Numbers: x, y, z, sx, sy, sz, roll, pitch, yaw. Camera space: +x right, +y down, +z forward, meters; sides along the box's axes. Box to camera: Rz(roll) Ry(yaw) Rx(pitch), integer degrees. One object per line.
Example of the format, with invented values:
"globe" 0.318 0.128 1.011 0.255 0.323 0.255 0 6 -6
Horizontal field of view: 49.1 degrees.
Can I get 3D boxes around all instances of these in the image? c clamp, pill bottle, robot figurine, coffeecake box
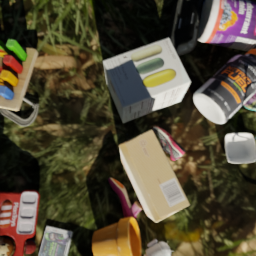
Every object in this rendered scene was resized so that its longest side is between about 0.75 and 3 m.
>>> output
"c clamp" -3.742 -0.861 9.727 1.602 0.217 1.368 36 78 10
"pill bottle" 3.964 -3.514 9.634 2.846 1.586 1.586 10 75 -4
"robot figurine" 0.881 3.749 8.331 0.905 0.511 0.767 -27 73 -7
"coffeecake box" 0.588 1.417 7.859 0.958 2.622 2.013 -25 77 -7
"pill bottle" 3.493 -1.446 9.233 2.580 1.371 1.371 -43 79 -9

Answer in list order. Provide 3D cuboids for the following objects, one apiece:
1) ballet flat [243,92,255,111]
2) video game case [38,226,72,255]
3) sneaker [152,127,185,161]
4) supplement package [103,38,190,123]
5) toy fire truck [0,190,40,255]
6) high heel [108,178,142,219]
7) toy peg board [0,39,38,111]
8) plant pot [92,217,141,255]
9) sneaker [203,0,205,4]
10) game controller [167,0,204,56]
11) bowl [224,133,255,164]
"ballet flat" 5.206 -0.996 9.333 2.544 0.905 0.879 5 66 5
"video game case" -2.228 3.573 8.594 0.836 0.107 0.919 12 75 3
"sneaker" 1.218 0.469 9.104 0.503 0.543 1.346 -48 60 13
"supplement package" 0.539 -1.483 9.133 2.204 1.661 1.673 -21 76 -6
"toy fire truck" -3.707 3.023 8.226 2.007 1.340 2.390 6 75 -17
"high heel" -0.262 2.270 8.830 1.460 0.492 0.700 44 99 12
"toy peg board" -4.639 -2.003 9.445 2.312 1.131 2.302 10 75 9
"plant pot" -0.357 3.341 8.138 1.188 1.297 1.297 -12 75 12
"sneaker" 2.987 -4.313 10.350 1.518 0.797 0.575 33 77 9
"game controller" 2.016 -3.717 10.043 1.286 0.519 2.465 0 72 40
"bowl" 3.651 0.700 9.229 0.994 0.371 0.995 -2 74 0
